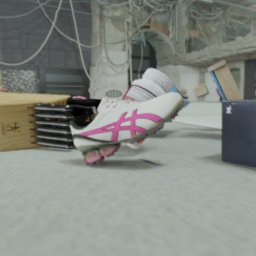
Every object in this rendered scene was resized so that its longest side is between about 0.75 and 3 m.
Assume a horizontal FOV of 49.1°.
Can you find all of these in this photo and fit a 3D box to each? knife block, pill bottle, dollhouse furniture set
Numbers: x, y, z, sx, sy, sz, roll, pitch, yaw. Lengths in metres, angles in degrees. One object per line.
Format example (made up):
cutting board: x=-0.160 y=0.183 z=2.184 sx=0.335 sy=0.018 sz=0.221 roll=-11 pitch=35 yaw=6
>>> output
knife block: x=-1.791 y=-0.253 z=6.297 sx=2.534 sy=0.923 sz=2.886 roll=-7 pitch=16 yaw=-30
pill bottle: x=0.228 y=-0.369 z=5.177 sx=0.778 sy=1.377 sz=0.778 roll=33 pitch=-10 yaw=6
dollhouse furniture set: x=1.754 y=-0.252 z=7.688 sx=2.714 sy=1.771 sz=2.562 roll=-24 pitch=-8 yaw=20

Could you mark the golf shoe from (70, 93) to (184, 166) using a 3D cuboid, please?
golf shoe: x=-0.067 y=-0.135 z=4.133 sx=1.788 sy=0.823 sz=0.649 roll=-27 pitch=7 yaw=13

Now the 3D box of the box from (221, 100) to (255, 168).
box: x=2.645 y=0.055 z=4.237 sx=1.749 sy=1.027 sz=1.720 roll=-4 pitch=6 yaw=-34

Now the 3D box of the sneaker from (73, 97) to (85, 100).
sneaker: x=-2.079 y=-0.865 z=13.071 sx=2.577 sy=1.018 sz=1.229 roll=1 pitch=18 yaw=14

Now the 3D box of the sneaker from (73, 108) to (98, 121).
sneaker: x=-1.488 y=-0.434 z=8.908 sx=2.903 sy=0.872 sz=1.514 roll=-1 pitch=4 yaw=-5

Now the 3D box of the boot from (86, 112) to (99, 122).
boot: x=-0.996 y=-0.104 z=7.333 sx=1.742 sy=0.657 sz=0.641 roll=-5 pitch=13 yaw=-16
